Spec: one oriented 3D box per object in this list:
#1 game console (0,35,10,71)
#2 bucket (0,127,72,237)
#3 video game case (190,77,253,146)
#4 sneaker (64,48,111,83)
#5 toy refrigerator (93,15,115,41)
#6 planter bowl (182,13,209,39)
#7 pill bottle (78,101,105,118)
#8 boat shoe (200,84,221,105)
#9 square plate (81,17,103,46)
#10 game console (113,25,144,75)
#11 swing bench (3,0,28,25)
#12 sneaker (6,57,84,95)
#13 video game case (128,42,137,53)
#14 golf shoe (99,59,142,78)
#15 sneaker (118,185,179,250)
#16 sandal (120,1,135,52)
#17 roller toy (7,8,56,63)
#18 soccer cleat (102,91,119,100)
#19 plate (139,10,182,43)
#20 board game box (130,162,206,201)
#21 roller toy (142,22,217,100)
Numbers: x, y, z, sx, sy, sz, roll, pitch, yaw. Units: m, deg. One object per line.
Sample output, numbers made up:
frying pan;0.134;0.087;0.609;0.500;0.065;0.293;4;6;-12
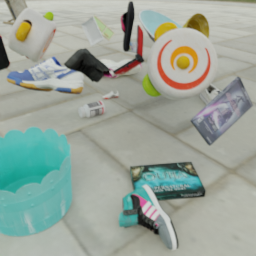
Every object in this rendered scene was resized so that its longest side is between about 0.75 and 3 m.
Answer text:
game console;-3.161;-1.647;6.346;0.813;0.920;0.143;-31;53;-28
bucket;-2.553;1.267;6.910;2.510;1.633;2.510;0;31;0
video game case;2.297;-0.366;6.797;1.499;1.071;0.142;-43;38;2
sneaker;-0.861;-1.361;6.298;0.460;0.799;1.533;-39;13;18
toy refrigerator;-1.056;-4.005;11.253;1.067;0.405;0.373;38;5;-17
planter bowl;2.353;-3.497;10.386;1.377;1.377;0.574;-23;28;-32
pill bottle;-1.468;-0.725;11.238;0.987;0.546;0.546;-17;35;-26
boat shoe;3.778;-1.277;11.949;0.819;0.748;2.275;-4;31;-7
square plate;-1.148;-3.120;9.085;0.109;0.765;0.758;-36;18;-34
game console;0.036;-2.564;9.490;1.439;0.991;1.670;-28;6;12
swing bench;-3.632;-3.854;8.945;1.146;1.140;0.744;28;59;26
sneaker;-2.738;-1.803;9.407;2.600;1.146;0.979;6;2;3
video game case;0.143;-3.860;13.353;0.711;0.086;0.781;2;50;-17
golf shoe;-0.484;-3.058;14.973;2.433;0.916;1.113;-1;47;2
sneaker;0.323;2.116;6.385;1.055;0.731;1.748;-15;38;-17
sandal;-0.104;-4.170;11.479;0.459;2.038;0.765;11;6;18
roller toy;-1.896;-1.803;5.464;0.692;0.903;0.990;28;51;-15
soccer cleat;-0.806;-1.501;12.726;0.782;0.333;0.268;-10;32;-17
plate;1.598;-3.407;10.600;2.943;0.376;2.943;21;42;-21
board game box;1.049;1.479;7.871;1.882;0.265;1.273;-4;32;-6
roller toy;1.526;-1.827;8.165;1.940;2.127;1.486;14;4;2
